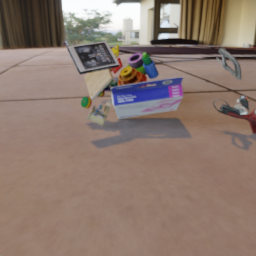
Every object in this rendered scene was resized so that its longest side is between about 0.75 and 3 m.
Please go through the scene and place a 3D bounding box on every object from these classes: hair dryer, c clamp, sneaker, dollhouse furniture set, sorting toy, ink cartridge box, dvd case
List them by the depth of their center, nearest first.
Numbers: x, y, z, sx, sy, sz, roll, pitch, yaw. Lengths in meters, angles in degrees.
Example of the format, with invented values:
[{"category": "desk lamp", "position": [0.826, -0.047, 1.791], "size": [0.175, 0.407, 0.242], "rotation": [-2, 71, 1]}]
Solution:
[{"category": "dvd case", "position": [-0.950, -1.940, 7.686], "size": [1.190, 0.147, 0.894], "rotation": [-18, 70, -28]}, {"category": "c clamp", "position": [2.745, -1.808, 7.769], "size": [1.100, 0.174, 1.288], "rotation": [56, 9, 21]}, {"category": "hair dryer", "position": [3.537, -0.409, 8.478], "size": [0.466, 1.714, 1.306], "rotation": [-53, 19, -15]}, {"category": "ink cartridge box", "position": [0.614, -0.886, 9.052], "size": [2.173, 0.479, 2.213], "rotation": [-8, -11, 2]}, {"category": "dollhouse furniture set", "position": [-0.901, -0.612, 9.167], "size": [0.566, 0.803, 0.563], "rotation": [23, 32, -2]}, {"category": "sorting toy", "position": [-0.847, -1.659, 9.228], "size": [0.380, 2.249, 1.084], "rotation": [16, 42, -42]}, {"category": "sorting toy", "position": [0.346, -2.594, 12.185], "size": [1.693, 1.157, 2.818], "rotation": [-10, 43, 23]}, {"category": "sneaker", "position": [-0.848, -2.189, 14.582], "size": [1.637, 0.609, 0.717], "rotation": [-17, 34, -14]}]
